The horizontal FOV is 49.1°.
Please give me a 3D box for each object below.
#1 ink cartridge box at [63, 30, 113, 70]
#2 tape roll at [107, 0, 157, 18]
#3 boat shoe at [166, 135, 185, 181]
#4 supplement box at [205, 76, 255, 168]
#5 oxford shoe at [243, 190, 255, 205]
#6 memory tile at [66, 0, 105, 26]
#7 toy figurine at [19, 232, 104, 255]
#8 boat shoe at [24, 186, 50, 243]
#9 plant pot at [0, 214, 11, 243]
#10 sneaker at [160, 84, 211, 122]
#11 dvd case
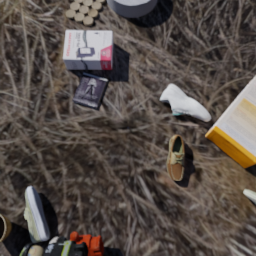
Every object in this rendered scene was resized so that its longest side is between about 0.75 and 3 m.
[{"bbox_3d":[-1.479,-2.922,10.556,1.768,0.746,1.280,1,73,0],"label":"ink cartridge box"},{"bbox_3d":[0.163,-5.633,11.416,2.185,0.722,2.185,0,72,0],"label":"tape roll"},{"bbox_3d":[1.618,0.981,9.424,0.598,0.584,1.581,1,73,0],"label":"boat shoe"},{"bbox_3d":[4.251,-0.268,9.575,1.762,1.028,2.796,41,77,12],"label":"supplement box"},{"bbox_3d":[4.500,2.649,8.907,1.907,0.717,0.551,34,103,10],"label":"oxford shoe"},{"bbox_3d":[-1.728,-4.984,11.524,1.225,0.134,1.598,22,73,6],"label":"memory tile"},{"bbox_3d":[-1.696,4.151,7.478,1.749,2.514,2.475,-7,75,7],"label":"toy figurine"},{"bbox_3d":[-3.004,2.752,8.866,0.546,0.633,1.759,-20,76,-5],"label":"boat shoe"},{"bbox_3d":[-4.014,3.074,8.510,1.013,1.087,1.013,0,72,-1],"label":"plant pot"},{"bbox_3d":[1.996,-0.692,9.982,1.904,0.717,0.843,40,88,18],"label":"sneaker"},{"bbox_3d":[-1.411,-1.413,10.416,0.959,0.103,1.290,17,73,4],"label":"dvd case"}]
